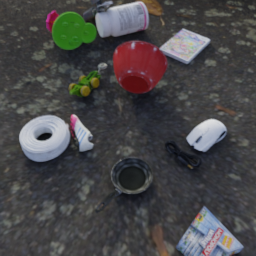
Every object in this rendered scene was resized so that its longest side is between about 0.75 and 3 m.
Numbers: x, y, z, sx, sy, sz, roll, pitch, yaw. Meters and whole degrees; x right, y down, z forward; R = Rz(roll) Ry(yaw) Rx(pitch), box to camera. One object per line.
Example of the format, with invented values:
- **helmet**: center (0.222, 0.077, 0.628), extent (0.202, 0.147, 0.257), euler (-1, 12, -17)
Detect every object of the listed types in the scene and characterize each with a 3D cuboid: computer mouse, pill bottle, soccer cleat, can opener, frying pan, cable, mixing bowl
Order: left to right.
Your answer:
- **cable**: center (-3.091, 0.367, 10.433), extent (1.808, 0.626, 1.808), euler (-11, 51, -9)
- **soccer cleat**: center (-1.787, 0.199, 10.695), extent (0.724, 0.586, 1.677), euler (-4, 51, -23)
- **can opener**: center (-1.747, -6.530, 15.022), extent (0.798, 1.000, 2.992), euler (-25, 20, -20)
- **pill bottle**: center (-0.340, -5.742, 14.989), extent (2.561, 1.452, 1.452), euler (-18, 53, -15)
- **frying pan**: center (-0.015, 1.978, 9.271), extent (1.405, 0.378, 2.322), euler (14, 53, 12)
- **mixing bowl**: center (0.391, -2.266, 11.660), extent (2.355, 2.355, 1.275), euler (8, 60, 7)
- **computer mouse**: center (2.722, 0.364, 10.474), extent (2.626, 0.576, 1.440), euler (-36, 58, -26)

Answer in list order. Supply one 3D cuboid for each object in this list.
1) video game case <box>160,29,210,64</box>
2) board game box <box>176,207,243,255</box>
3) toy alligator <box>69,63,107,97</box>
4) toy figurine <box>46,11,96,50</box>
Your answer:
- **video game case**: center (2.953, -4.288, 14.588), extent (1.697, 0.213, 2.370), euler (31, 56, 23)
- **board game box**: center (2.418, 3.321, 8.088), extent (1.476, 0.455, 1.476), euler (32, 57, 25)
- **toy alligator**: center (-1.670, -1.998, 12.428), extent (0.863, 0.625, 2.603), euler (17, 47, 30)
- **toy figurine**: center (-3.271, -5.394, 14.819), extent (2.464, 1.850, 2.268), euler (-10, 37, -36)
